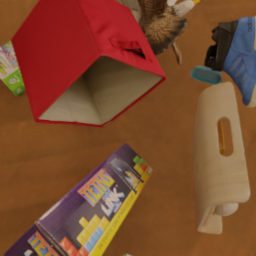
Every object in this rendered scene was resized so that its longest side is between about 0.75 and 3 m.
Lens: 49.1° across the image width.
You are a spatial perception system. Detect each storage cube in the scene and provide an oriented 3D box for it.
[{"bbox_3d":[-0.764,-1.313,5.302,2.119,1.811,1.905,-37,65,31],"label":"storage cube"}]

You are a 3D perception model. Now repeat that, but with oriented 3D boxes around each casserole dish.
[{"bbox_3d":[1.836,-1.244,6.562,0.773,0.468,0.150,18,70,8],"label":"casserole dish"}]

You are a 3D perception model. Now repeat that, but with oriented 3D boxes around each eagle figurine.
[{"bbox_3d":[0.756,-2.605,6.451,1.865,2.458,1.855,40,106,9],"label":"eagle figurine"}]

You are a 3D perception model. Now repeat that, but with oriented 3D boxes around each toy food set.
[{"bbox_3d":[1.665,0.728,5.096,0.809,2.679,1.923,0,61,8],"label":"toy food set"}]

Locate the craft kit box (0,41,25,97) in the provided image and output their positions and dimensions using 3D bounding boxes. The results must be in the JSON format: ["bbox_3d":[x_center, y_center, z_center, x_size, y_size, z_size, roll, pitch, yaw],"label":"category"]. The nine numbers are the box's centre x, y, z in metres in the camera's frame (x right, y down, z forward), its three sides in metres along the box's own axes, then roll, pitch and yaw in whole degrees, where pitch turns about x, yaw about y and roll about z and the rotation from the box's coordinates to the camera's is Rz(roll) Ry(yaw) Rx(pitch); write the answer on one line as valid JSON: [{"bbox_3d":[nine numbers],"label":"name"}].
[{"bbox_3d":[-3.567,-2.195,9.399,1.768,0.434,1.790,-41,71,-14],"label":"craft kit box"}]

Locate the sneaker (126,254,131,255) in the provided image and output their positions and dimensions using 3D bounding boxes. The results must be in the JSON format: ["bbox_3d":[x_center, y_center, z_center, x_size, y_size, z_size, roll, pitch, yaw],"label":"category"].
[{"bbox_3d":[0.430,2.071,3.532,1.840,1.201,0.732,14,92,-22],"label":"sneaker"}]

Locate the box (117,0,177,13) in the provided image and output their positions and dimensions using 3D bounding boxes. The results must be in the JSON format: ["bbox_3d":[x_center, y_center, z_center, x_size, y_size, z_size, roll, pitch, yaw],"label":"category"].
[{"bbox_3d":[0.662,-4.425,7.173,1.450,2.207,2.218,28,79,21],"label":"box"}]

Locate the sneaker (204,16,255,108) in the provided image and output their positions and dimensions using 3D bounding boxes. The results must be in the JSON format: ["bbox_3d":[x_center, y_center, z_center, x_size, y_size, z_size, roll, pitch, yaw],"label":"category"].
[{"bbox_3d":[2.228,-1.294,5.944,1.166,2.096,0.805,0,49,18],"label":"sneaker"}]

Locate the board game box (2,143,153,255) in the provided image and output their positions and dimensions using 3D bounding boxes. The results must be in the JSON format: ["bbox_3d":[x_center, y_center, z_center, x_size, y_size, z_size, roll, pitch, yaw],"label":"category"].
[{"bbox_3d":[-1.006,1.672,4.553,0.847,2.988,2.470,45,111,4],"label":"board game box"}]
